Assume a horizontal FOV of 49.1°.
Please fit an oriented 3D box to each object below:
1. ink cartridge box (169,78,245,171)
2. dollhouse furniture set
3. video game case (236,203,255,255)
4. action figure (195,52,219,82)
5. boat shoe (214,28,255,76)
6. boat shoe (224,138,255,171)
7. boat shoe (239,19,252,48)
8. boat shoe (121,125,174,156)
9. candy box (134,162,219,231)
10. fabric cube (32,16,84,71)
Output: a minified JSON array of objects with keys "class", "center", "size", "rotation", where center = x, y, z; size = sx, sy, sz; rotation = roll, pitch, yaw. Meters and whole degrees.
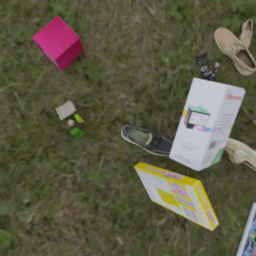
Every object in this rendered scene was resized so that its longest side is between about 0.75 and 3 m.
[{"class":"ink cartridge box","center":[2.573,-0.155,9.069],"size":[1.115,1.924,2.657],"rotation":[25,107,33]},{"class":"dollhouse furniture set","center":[-2.307,-0.331,11.561],"size":[0.747,0.577,1.495],"rotation":[-32,66,4]},{"class":"video game case","center":[5.641,4.395,11.112],"size":[2.063,0.260,2.264],"rotation":[20,86,2]},{"class":"action figure","center":[3.285,-2.433,11.542],"size":[0.782,0.672,1.316],"rotation":[-22,83,-13]},{"class":"boat shoe","center":[4.492,-3.247,11.554],"size":[0.835,0.756,2.342],"rotation":[-37,86,-3]},{"class":"boat shoe","center":[4.430,1.062,11.136],"size":[2.409,0.869,0.782],"rotation":[25,84,-3]},{"class":"boat shoe","center":[4.993,-3.953,11.805],"size":[0.431,0.390,1.209],"rotation":[6,85,1]},{"class":"boat shoe","center":[0.824,0.513,11.199],"size":[2.360,0.776,0.843],"rotation":[22,85,2]},{"class":"candy box","center":[1.316,1.943,8.476],"size":[0.384,2.911,1.488],"rotation":[-32,108,-23]},{"class":"fabric cube","center":[-2.770,-3.358,11.291],"size":[1.307,1.332,1.328],"rotation":[44,84,4]}]
